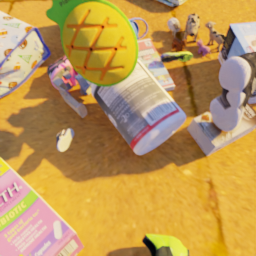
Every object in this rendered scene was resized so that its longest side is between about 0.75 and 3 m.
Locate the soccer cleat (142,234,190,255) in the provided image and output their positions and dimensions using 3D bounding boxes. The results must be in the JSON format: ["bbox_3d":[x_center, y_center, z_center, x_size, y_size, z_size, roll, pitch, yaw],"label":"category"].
[{"bbox_3d":[0.566,3.550,5.570,1.141,0.951,2.816,15,48,-4],"label":"soccer cleat"}]

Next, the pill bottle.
[{"bbox_3d":[0.045,-0.890,7.860,1.705,1.705,2.994,-32,74,-20],"label":"pill bottle"}]

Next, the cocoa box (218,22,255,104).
[{"bbox_3d":[4.195,-2.172,9.219,1.545,1.520,2.316,-6,55,-4],"label":"cocoa box"}]

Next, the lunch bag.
[{"bbox_3d":[-4.478,-2.426,9.368,2.327,1.695,2.737,30,73,19],"label":"lunch bag"}]

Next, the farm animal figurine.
[{"bbox_3d":[2.576,-3.656,10.567,1.938,1.011,1.917,-5,55,-4],"label":"farm animal figurine"}]

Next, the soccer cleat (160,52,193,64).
[{"bbox_3d":[1.679,-2.509,9.790,1.139,0.368,0.476,-7,39,-2],"label":"soccer cleat"}]

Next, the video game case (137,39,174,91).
[{"bbox_3d":[0.323,-2.146,9.985,1.851,0.226,2.589,-14,57,-8],"label":"video game case"}]

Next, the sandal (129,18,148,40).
[{"bbox_3d":[-0.099,-3.122,9.318,1.001,0.914,2.299,0,37,36],"label":"sandal"}]

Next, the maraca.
[{"bbox_3d":[-0.813,-2.150,6.427,1.756,2.561,1.370,-27,17,18],"label":"maraca"}]

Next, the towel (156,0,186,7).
[{"bbox_3d":[1.769,-6.674,12.901,2.875,0.692,2.461,35,59,22],"label":"towel"}]

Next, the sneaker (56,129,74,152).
[{"bbox_3d":[-1.764,0.354,7.531,0.339,0.334,0.853,-11,29,22],"label":"sneaker"}]

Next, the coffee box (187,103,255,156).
[{"bbox_3d":[2.817,-0.088,8.205,1.812,0.722,1.036,-26,68,-17],"label":"coffee box"}]

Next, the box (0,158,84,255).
[{"bbox_3d":[-2.795,2.470,6.123,2.700,1.305,2.375,36,62,23],"label":"box"}]

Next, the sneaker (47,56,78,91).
[{"bbox_3d":[-1.646,-2.389,9.726,2.737,1.081,1.305,-35,40,-18],"label":"sneaker"}]

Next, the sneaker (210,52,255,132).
[{"bbox_3d":[2.841,-0.920,6.941,1.306,2.295,0.866,-32,54,-20],"label":"sneaker"}]

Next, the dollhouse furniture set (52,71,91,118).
[{"bbox_3d":[-1.336,-1.284,8.725,1.411,1.332,0.921,-44,65,-13],"label":"dollhouse furniture set"}]
